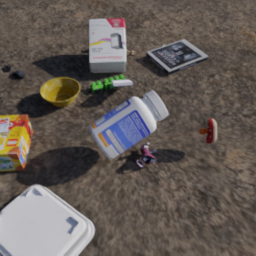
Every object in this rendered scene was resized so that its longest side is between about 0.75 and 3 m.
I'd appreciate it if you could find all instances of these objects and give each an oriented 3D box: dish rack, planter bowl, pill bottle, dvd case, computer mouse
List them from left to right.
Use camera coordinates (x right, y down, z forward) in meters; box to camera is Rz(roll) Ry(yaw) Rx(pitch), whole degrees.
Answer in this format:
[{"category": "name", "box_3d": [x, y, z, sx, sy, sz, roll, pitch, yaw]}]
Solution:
[{"category": "computer mouse", "box_3d": [-5.835, -2.919, 14.294, 1.618, 0.275, 0.474, 28, 52, 25]}, {"category": "dish rack", "box_3d": [-2.689, 2.985, 8.259, 2.805, 0.611, 2.407, 27, 52, 26]}, {"category": "planter bowl", "box_3d": [-2.974, -1.456, 12.528, 1.752, 0.730, 1.752, 0, 46, 0]}, {"category": "pill bottle", "box_3d": [0.059, -0.162, 9.564, 2.514, 1.409, 1.409, -33, 50, 0]}, {"category": "dvd case", "box_3d": [2.620, -3.861, 15.109, 2.690, 0.333, 2.022, -24, 53, -23]}]

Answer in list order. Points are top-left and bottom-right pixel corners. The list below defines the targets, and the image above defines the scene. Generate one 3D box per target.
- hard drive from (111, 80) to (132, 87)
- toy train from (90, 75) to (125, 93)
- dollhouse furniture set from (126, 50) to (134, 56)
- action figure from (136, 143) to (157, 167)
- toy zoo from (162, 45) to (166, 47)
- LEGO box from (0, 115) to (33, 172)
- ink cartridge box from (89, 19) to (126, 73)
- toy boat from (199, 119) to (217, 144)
[{"category": "hard drive", "box_3d": [-0.296, -2.026, 12.664, 0.834, 0.160, 1.265, -5, 14, -6]}, {"category": "toy train", "box_3d": [-0.922, -2.085, 13.421, 1.840, 0.384, 0.519, -18, 58, -17]}, {"category": "dollhouse furniture set", "box_3d": [-0.685, -4.354, 15.734, 1.611, 0.787, 1.374, 3, 40, -32]}, {"category": "action figure", "box_3d": [0.648, 0.976, 10.281, 0.764, 0.687, 1.026, -40, 29, 7]}, {"category": "toy zoo", "box_3d": [2.325, -4.463, 15.939, 0.896, 0.092, 0.588, 23, 50, 20]}, {"category": "LEGO box", "box_3d": [-5.087, 0.571, 10.311, 2.652, 1.023, 1.975, -3, 45, -3]}, {"category": "ink cartridge box", "box_3d": [-1.043, -4.184, 14.254, 1.867, 1.083, 2.530, -2, 72, -1]}, {"category": "toy boat", "box_3d": [2.859, 0.134, 10.098, 0.590, 0.902, 0.589, -4, 17, 6]}]
